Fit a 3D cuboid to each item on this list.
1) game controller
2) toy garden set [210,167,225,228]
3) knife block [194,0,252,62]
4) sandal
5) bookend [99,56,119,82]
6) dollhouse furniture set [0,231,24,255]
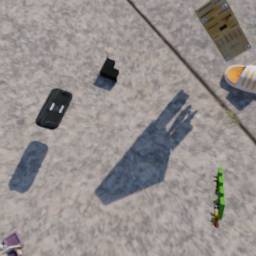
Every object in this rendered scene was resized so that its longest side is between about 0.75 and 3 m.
[{"bbox_3d":[-2.653,-0.702,10.099,0.874,0.353,1.676,20,64,1],"label":"game controller"},{"bbox_3d":[2.387,1.914,7.609,0.264,1.103,1.323,4,35,12],"label":"toy garden set"},{"bbox_3d":[3.221,-3.616,9.666,0.924,2.888,2.535,-30,38,26],"label":"knife block"},{"bbox_3d":[5.587,-1.989,11.700,2.959,0.848,1.134,23,73,8],"label":"sandal"},{"bbox_3d":[-0.697,-2.539,12.137,0.825,0.382,0.830,22,72,6],"label":"bookend"},{"bbox_3d":[-4.394,4.549,9.270,1.789,1.270,1.417,-32,74,-10],"label":"dollhouse furniture set"}]
